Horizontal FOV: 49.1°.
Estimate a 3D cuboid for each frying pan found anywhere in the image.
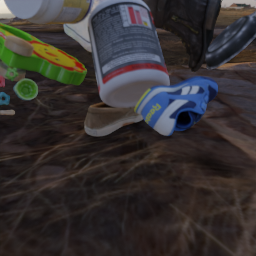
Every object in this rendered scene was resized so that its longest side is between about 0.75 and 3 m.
[{"bbox_3d":[2.530,-2.079,5.774,2.498,0.407,1.511,-33,19,51],"label":"frying pan"}]

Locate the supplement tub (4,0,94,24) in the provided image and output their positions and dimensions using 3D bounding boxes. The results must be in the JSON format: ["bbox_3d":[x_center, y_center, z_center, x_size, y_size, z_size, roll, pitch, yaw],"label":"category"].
[{"bbox_3d":[-1.675,-2.910,6.065,1.263,1.263,1.737,11,23,23],"label":"supplement tub"}]

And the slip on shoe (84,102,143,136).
[{"bbox_3d":[-0.279,-0.646,9.270,1.115,0.889,2.934,20,31,36],"label":"slip on shoe"}]

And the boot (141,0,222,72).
[{"bbox_3d":[1.435,-3.249,8.903,2.518,2.892,1.001,18,54,13],"label":"boot"}]

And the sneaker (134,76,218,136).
[{"bbox_3d":[0.911,-0.326,4.404,1.739,0.643,0.715,-21,59,-36],"label":"sneaker"}]

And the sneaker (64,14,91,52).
[{"bbox_3d":[-1.082,-2.987,8.480,2.678,0.948,0.978,35,43,29],"label":"sneaker"}]

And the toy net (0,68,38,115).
[{"bbox_3d":[-2.514,-0.524,5.480,1.480,0.777,0.286,-51,23,-25],"label":"toy net"}]

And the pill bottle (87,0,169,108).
[{"bbox_3d":[-0.097,-2.081,6.859,1.656,2.859,1.656,-11,-17,-3],"label":"pill bottle"}]

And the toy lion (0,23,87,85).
[{"bbox_3d":[-2.602,-2.084,7.783,2.779,0.954,2.664,39,23,25],"label":"toy lion"}]
